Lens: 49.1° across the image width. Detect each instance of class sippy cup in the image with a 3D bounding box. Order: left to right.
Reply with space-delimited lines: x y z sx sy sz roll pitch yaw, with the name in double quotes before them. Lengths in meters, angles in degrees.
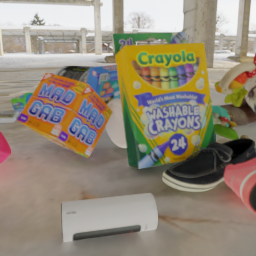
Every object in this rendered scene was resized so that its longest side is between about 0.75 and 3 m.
"sippy cup" -4.048 -0.946 10.901 0.752 1.026 0.806 -6 47 20

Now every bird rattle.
"bird rattle" 3.219 -1.381 7.887 1.408 0.973 1.727 -7 -28 -41

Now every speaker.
"speaker" -0.246 1.166 3.717 1.234 0.501 0.501 -3 15 -13

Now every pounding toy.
"pounding toy" 2.678 0.030 7.312 1.055 0.490 0.814 24 11 22

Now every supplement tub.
"supplement tub" -1.482 -1.351 10.416 1.837 1.837 2.998 -12 19 -38
"supplement tub" 0.376 -0.269 7.038 1.662 1.205 1.205 -17 22 -34

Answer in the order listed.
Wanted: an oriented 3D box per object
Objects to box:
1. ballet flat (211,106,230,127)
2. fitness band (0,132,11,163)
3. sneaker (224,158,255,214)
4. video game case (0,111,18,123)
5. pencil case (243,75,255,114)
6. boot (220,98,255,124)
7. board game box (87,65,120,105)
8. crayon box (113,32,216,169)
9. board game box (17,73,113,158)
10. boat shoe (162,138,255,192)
"ballet flat" 1.602 -0.260 8.228 2.793 0.940 0.983 1 23 4
"fitness band" -3.142 -0.209 5.035 0.536 2.056 2.863 -39 -11 -9
"sneaker" 2.747 0.689 4.710 2.463 0.908 1.068 -5 15 -17
"video game case" -4.805 -0.383 9.938 1.560 0.172 1.420 -2 13 -16
"pencil case" 4.340 -0.950 8.579 1.261 1.097 2.819 -34 12 21
"boot" 4.061 -0.819 10.437 2.658 0.854 2.477 -14 23 -29
"board game box" -0.646 -0.903 8.262 0.418 1.858 1.413 34 34 30
"crayon box" 0.762 -0.708 5.872 1.786 2.841 0.733 -8 0 -17
"board game box" -1.333 -0.267 6.157 1.231 1.231 1.232 19 -15 29
"boat shoe" 1.604 0.638 5.312 2.256 0.702 0.842 -9 20 -27
